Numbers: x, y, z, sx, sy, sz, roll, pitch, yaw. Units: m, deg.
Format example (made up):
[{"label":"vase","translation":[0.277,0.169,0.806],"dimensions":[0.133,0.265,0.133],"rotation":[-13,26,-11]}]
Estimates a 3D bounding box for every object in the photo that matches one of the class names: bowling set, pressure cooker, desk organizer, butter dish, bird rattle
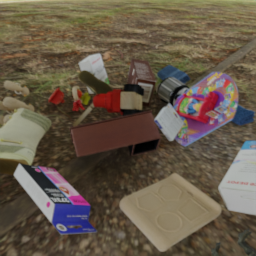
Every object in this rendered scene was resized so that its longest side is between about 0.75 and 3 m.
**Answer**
[{"label":"bowling set","translation":[-4.273,-0.541,10.370],"dimensions":[1.139,1.477,2.122],"rotation":[22,46,-44]},{"label":"pressure cooker","translation":[1.954,-1.412,11.623],"dimensions":[1.096,1.114,1.247],"rotation":[-34,52,-19]},{"label":"desk organizer","translation":[-0.392,0.358,8.774],"dimensions":[2.640,0.947,1.016],"rotation":[-12,61,-12]},{"label":"butter dish","translation":[-2.991,-1.279,11.986],"dimensions":[0.572,0.773,0.771],"rotation":[37,-1,-13]},{"label":"bird rattle","translation":[-2.121,-1.240,11.674],"dimensions":[0.671,0.971,1.192],"rotation":[-12,18,18]}]

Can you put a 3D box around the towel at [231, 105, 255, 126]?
[{"label":"towel","translation":[4.124,-0.686,11.207],"dimensions":[0.937,0.407,1.678],"rotation":[-17,36,-24]}]

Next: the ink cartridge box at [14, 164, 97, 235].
[{"label":"ink cartridge box","translation":[-1.763,1.676,6.849],"dimensions":[2.397,0.444,1.135],"rotation":[34,8,39]}]

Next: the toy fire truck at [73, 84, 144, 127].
[{"label":"toy fire truck","translation":[-0.701,-0.774,10.354],"dimensions":[2.406,1.548,2.118],"rotation":[2,4,9]}]

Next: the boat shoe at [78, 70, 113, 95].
[{"label":"boat shoe","translation":[-1.304,-1.782,12.103],"dimensions":[1.909,0.682,0.627],"rotation":[37,5,-13]}]

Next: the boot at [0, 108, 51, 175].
[{"label":"boot","translation":[-3.936,0.274,8.566],"dimensions":[2.712,0.977,2.097],"rotation":[8,46,6]}]

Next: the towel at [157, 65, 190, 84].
[{"label":"towel","translation":[2.233,-2.554,14.033],"dimensions":[0.961,0.418,1.721],"rotation":[-32,39,-7]}]

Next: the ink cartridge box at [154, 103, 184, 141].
[{"label":"ink cartridge box","translation":[1.233,-0.177,8.374],"dimensions":[0.182,0.827,0.843],"rotation":[-21,23,49]}]

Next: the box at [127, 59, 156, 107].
[{"label":"box","translation":[0.533,-2.095,12.577],"dimensions":[0.923,1.233,2.462],"rotation":[9,30,-8]}]

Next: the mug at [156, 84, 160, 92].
[{"label":"mug","translation":[1.777,-1.815,12.983],"dimensions":[0.805,0.605,0.907],"rotation":[49,33,-2]}]

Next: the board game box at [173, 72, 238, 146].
[{"label":"board game box","translation":[2.239,-0.751,9.252],"dimensions":[0.529,2.717,2.147],"rotation":[26,45,-33]}]

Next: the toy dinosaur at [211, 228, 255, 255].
[{"label":"toy dinosaur","translation":[2.289,2.726,5.614],"dimensions":[2.423,0.575,1.068],"rotation":[-10,40,-10]}]

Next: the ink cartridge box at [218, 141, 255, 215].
[{"label":"ink cartridge box","translation":[3.374,1.204,6.959],"dimensions":[1.432,0.839,1.982],"rotation":[-4,30,47]}]

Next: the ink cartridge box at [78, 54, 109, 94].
[{"label":"ink cartridge box","translation":[-1.543,-2.501,12.903],"dimensions":[0.636,1.514,1.105],"rotation":[-2,30,26]}]

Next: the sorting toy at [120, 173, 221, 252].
[{"label":"sorting toy","translation":[1.012,1.997,6.907],"dimensions":[1.901,0.347,1.760],"rotation":[-22,35,-28]}]
